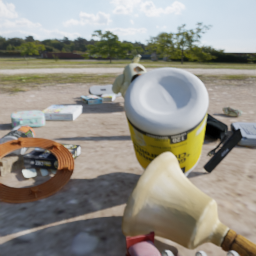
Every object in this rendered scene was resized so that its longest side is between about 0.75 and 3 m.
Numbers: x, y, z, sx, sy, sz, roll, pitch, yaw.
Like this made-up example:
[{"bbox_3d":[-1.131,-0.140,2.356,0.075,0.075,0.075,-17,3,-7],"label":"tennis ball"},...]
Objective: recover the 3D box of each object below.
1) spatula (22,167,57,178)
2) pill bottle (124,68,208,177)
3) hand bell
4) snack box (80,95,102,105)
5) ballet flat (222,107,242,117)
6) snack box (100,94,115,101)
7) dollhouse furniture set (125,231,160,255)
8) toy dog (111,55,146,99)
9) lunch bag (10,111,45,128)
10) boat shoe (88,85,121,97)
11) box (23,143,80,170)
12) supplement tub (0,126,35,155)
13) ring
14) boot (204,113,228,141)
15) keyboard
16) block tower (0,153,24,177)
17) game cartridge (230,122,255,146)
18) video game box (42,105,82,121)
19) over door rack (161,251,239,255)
[{"bbox_3d":[-2.248,0.962,7.125,0.905,0.105,1.302,-8,18,-25],"label":"spatula"},{"bbox_3d":[0.761,0.155,5.511,1.398,2.495,1.398,-5,55,7],"label":"pill bottle"},{"bbox_3d":[1.454,1.547,3.737,2.807,1.461,1.461,24,27,29],"label":"hand bell"},{"bbox_3d":[-2.038,-1.554,15.436,0.816,0.260,1.404,-8,18,-25],"label":"snack box"},{"bbox_3d":[4.531,-0.695,12.388,0.334,0.395,1.045,-35,27,-22],"label":"ballet flat"},{"bbox_3d":[-1.156,-1.732,16.034,0.704,0.262,0.991,2,16,8],"label":"snack box"},{"bbox_3d":[-0.155,1.822,3.369,1.349,0.549,0.726,-6,17,-20],"label":"dollhouse furniture set"},{"bbox_3d":[0.598,-2.202,13.841,1.782,2.477,2.555,19,12,-24],"label":"toy dog"},{"bbox_3d":[-3.877,-0.308,10.774,1.264,0.487,1.014,-6,20,-20],"label":"lunch bag"},{"bbox_3d":[-1.372,-2.196,16.850,2.087,0.716,0.591,1,-8,-21],"label":"boat shoe"},{"bbox_3d":[-1.953,0.723,7.399,1.066,0.325,1.322,3,14,8],"label":"box"},{"bbox_3d":[-3.132,0.375,8.011,0.724,0.724,1.181,0,16,1],"label":"supplement tub"},{"bbox_3d":[-2.282,0.813,6.308,2.119,0.203,2.119,6,34,-4],"label":"ring"},{"bbox_3d":[2.642,-0.099,9.487,1.518,0.562,1.244,29,21,24],"label":"boot"},{"bbox_3d":[2.198,0.494,6.561,0.129,1.249,0.794,41,-3,40],"label":"keyboard"},{"bbox_3d":[-3.138,0.963,6.663,0.377,0.352,1.305,11,19,31],"label":"block tower"},{"bbox_3d":[4.181,0.207,9.301,1.238,0.386,1.859,7,17,9],"label":"game cartridge"},{"bbox_3d":[-2.884,-0.670,12.239,1.420,0.365,1.559,4,16,4],"label":"video game box"},{"bbox_3d":[0.974,1.956,2.874,1.044,0.471,1.413,8,27,-19],"label":"over door rack"}]
